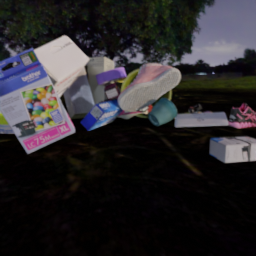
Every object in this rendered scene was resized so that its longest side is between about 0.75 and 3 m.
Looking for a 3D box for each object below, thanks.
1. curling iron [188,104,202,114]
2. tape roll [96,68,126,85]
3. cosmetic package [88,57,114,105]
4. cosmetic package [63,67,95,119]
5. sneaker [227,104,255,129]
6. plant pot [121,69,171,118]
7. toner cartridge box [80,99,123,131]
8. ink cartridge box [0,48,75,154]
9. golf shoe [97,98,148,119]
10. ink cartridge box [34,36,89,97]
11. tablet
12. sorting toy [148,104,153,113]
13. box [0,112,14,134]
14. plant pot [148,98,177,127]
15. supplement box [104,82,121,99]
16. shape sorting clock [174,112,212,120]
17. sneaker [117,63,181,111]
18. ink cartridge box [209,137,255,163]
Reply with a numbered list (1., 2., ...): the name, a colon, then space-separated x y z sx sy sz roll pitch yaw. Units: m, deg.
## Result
1. curling iron: 2.896 -0.829 12.476 0.560 0.289 2.258 -26 -3 21
2. tape roll: -0.820 -2.459 13.335 1.401 0.460 1.401 -16 6 2
3. cosmetic package: -1.439 -2.234 14.910 0.987 2.777 1.461 1 2 17
4. cosmetic package: -2.498 -1.871 13.365 1.172 2.840 0.719 -6 -17 -36
5. sneaker: 4.756 -0.499 11.100 1.952 0.931 0.771 -4 9 -29
6. plant pot: 0.909 -1.649 14.492 2.422 2.422 2.300 1 -1 3
7. toner cartridge box: -0.919 -0.550 11.017 0.465 1.022 2.153 48 23 6
8. ink cartridge box: -2.410 -0.603 6.919 1.376 2.306 0.484 -25 26 -8
9. golf shoe: -0.344 -0.779 12.661 2.539 1.169 0.922 -8 33 12
10. ink cartridge box: -2.944 -1.555 9.796 2.895 1.220 2.113 -39 10 39
11. tablet: 2.889 -0.343 11.215 2.001 0.137 1.302 -3 23 13
12. sorting toy: 0.664 -1.319 14.242 0.894 1.309 2.179 -22 7 9
13. box: -4.078 -0.240 8.936 0.912 0.356 1.495 3 -23 -14
14. plant pot: 1.317 -0.565 11.235 0.897 0.955 0.955 -38 27 -22
15. supplement box: -0.609 -1.434 13.984 0.632 1.475 0.814 -20 20 10
16. shape sorting clock: 3.104 -0.491 12.377 2.158 0.423 2.158 0 10 0
17. sneaker: 0.623 -1.789 11.802 2.952 1.111 1.543 -31 40 -15
18. ink cartridge box: 2.665 0.518 6.868 1.070 0.451 0.774 -2 11 -12
